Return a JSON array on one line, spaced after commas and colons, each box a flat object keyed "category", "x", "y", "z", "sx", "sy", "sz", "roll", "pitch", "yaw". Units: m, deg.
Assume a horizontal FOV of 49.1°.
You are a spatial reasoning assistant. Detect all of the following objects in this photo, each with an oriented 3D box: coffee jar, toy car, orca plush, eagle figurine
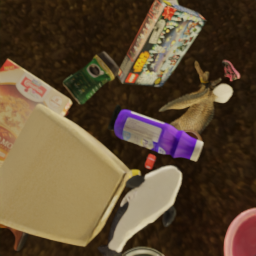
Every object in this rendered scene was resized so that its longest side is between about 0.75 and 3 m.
[{"category": "coffee jar", "x": -1.095, "y": -1.534, "z": 8.542, "sx": 1.656, "sy": 0.707, "sz": 0.864, "roll": -40, "pitch": 81, "yaw": -5}, {"category": "toy car", "x": 0.731, "y": 1.776, "z": 10.272, "sx": 1.356, "sy": 0.303, "sz": 1.276, "roll": -34, "pitch": 75, "yaw": -10}, {"category": "orca plush", "x": 0.362, "y": 1.938, "z": 6.512, "sx": 1.298, "sy": 0.877, "sz": 2.467, "roll": 24, "pitch": 81, "yaw": 7}, {"category": "eagle figurine", "x": 2.465, "y": -0.897, "z": 10.561, "sx": 1.875, "sy": 1.865, "sz": 2.471, "roll": 36, "pitch": 64, "yaw": 1}]

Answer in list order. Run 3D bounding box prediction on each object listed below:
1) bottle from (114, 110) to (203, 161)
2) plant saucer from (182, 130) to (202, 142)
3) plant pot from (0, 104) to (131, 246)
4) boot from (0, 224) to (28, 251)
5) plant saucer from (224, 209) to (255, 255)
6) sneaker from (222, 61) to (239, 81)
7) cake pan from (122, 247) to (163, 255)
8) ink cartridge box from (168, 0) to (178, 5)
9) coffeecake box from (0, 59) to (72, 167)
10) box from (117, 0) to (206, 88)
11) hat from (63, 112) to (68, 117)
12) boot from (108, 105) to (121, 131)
[{"category": "bottle", "x": 0.755, "y": 0.231, "z": 7.117, "sx": 2.193, "sy": 0.916, "sz": 0.716, "roll": 20, "pitch": 74, "yaw": 11}, {"category": "plant saucer", "x": 1.576, "y": 0.397, "z": 7.414, "sx": 0.752, "sy": 0.130, "sz": 0.752, "roll": -3, "pitch": 77, "yaw": 12}, {"category": "plant pot", "x": -1.468, "y": 1.391, "z": 7.292, "sx": 2.460, "sy": 2.775, "sz": 2.779, "roll": 27, "pitch": 85, "yaw": 9}, {"category": "boot", "x": -4.161, "y": 3.451, "z": 9.630, "sx": 1.404, "sy": 0.481, "sz": 1.321, "roll": 6, "pitch": 72, "yaw": 3}, {"category": "plant saucer", "x": 4.419, "y": 4.139, "z": 9.077, "sx": 2.930, "sy": 0.743, "sz": 2.930, "roll": 3, "pitch": 68, "yaw": -8}, {"category": "sneaker", "x": 4.171, "y": -2.358, "z": 11.651, "sx": 0.462, "sy": 0.383, "sz": 0.969, "roll": -34, "pitch": 73, "yaw": 1}, {"category": "cake pan", "x": 0.489, "y": 5.110, "z": 9.111, "sx": 2.230, "sy": 0.409, "sz": 2.230, "roll": 0, "pitch": 72, "yaw": 0}, {"category": "ink cartridge box", "x": 1.884, "y": -5.528, "z": 12.760, "sx": 0.797, "sy": 0.191, "sz": 0.580, "roll": -9, "pitch": 72, "yaw": -3}, {"category": "coffeecake box", "x": -3.274, "y": -0.237, "z": 8.215, "sx": 2.070, "sy": 0.985, "sz": 2.697, "roll": 33, "pitch": 84, "yaw": -6}, {"category": "box", "x": 1.020, "y": -2.557, "z": 9.010, "sx": 1.879, "sy": 2.744, "sz": 0.547, "roll": -1, "pitch": 47, "yaw": -38}, {"category": "hat", "x": -3.733, "y": 0.245, "z": 10.809, "sx": 2.148, "sy": 1.891, "sz": 1.779, "roll": -26, "pitch": 56, "yaw": 35}, {"category": "boot", "x": -0.206, "y": -0.259, "z": 10.894, "sx": 0.917, "sy": 0.414, "sz": 1.119, "roll": 18, "pitch": 80, "yaw": 8}]
